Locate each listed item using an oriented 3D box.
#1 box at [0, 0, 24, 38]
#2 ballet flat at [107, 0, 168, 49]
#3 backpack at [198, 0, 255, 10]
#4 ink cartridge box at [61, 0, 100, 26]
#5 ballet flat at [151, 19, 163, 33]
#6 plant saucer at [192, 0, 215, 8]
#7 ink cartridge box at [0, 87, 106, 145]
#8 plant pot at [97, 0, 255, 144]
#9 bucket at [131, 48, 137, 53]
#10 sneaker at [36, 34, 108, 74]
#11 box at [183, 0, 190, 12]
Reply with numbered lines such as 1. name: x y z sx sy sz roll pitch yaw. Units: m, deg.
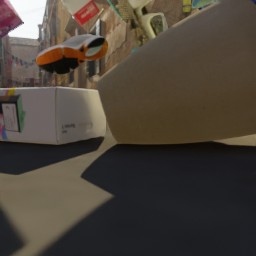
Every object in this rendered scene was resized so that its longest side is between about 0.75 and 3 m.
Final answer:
1. box: -3.816 -2.746 6.888 1.841 1.012 2.093 -33 13 -3
2. ballet flat: 0.395 -2.645 6.870 1.028 2.731 0.926 -19 15 42
3. backpack: 2.288 -3.085 6.210 1.508 2.242 2.047 -36 -14 -6
4. ink cartridge box: -1.182 -2.742 5.564 0.500 1.193 0.861 -38 36 4
5. ballet flat: 0.574 -3.963 10.812 1.645 0.619 0.558 21 -11 26
6. plant saucer: 1.563 -2.669 4.625 0.272 1.515 1.515 24 3 -5
7. ink cartridge box: -1.636 -0.257 5.017 2.073 0.870 1.501 2 5 23
8. plant pot: 0.719 -0.570 4.204 2.173 2.035 2.035 -19 4 4
9. bucket: 0.494 -2.262 9.334 0.865 0.563 0.865 -3 48 4
10. sneaker: -2.078 -2.706 9.998 2.597 0.983 1.195 -23 41 -27
11. box: 1.987 -4.500 9.479 0.252 1.007 0.379 0 -2 13
